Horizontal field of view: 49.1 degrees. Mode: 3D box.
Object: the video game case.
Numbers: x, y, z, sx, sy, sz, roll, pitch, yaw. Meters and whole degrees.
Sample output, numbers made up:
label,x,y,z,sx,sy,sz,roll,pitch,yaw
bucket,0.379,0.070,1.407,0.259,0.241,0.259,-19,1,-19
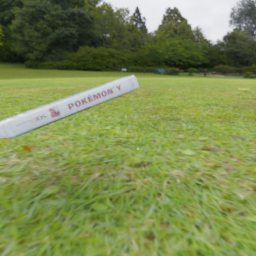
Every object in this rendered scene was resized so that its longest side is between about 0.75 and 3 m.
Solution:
label,x,y,z,sx,sy,sz,roll,pitch,yaw
video game case,-1.564,-0.403,6.034,2.600,0.328,2.853,-25,12,-30
